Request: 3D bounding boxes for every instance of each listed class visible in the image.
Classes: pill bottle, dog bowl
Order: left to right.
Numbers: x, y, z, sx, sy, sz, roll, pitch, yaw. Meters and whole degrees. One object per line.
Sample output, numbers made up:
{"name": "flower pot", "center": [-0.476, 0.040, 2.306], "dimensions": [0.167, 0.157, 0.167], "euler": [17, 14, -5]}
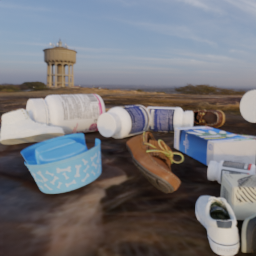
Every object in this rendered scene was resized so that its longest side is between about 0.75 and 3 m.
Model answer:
{"name": "dog bowl", "center": [-1.390, 0.677, 5.859], "dimensions": [1.432, 0.637, 2.569], "euler": [-18, 11, -22]}
{"name": "pill bottle", "center": [-2.477, -0.526, 11.216], "dimensions": [2.803, 1.589, 1.589], "euler": [-6, 11, -33]}
{"name": "pill bottle", "center": [-0.156, -0.232, 10.668], "dimensions": [1.178, 1.178, 2.120], "euler": [7, 11, 35]}
{"name": "pill bottle", "center": [1.705, -0.332, 11.691], "dimensions": [1.903, 1.057, 1.057], "euler": [3, 10, 21]}
{"name": "pill bottle", "center": [2.103, 0.932, 5.708], "dimensions": [0.869, 0.503, 0.503], "euler": [6, 11, 32]}
{"name": "pill bottle", "center": [6.287, -0.926, 12.114], "dimensions": [2.793, 1.595, 1.595], "euler": [-2, 9, -31]}

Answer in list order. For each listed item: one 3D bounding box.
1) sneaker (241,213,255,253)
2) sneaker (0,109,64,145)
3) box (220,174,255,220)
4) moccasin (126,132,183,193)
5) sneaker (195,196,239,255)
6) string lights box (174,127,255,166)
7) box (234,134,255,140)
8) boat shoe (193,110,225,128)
{"name": "sneaker", "center": [1.773, 1.353, 3.584], "dimensions": [0.493, 0.347, 0.928], "euler": [4, 8, 36]}
{"name": "sneaker", "center": [-3.294, -0.138, 9.651], "dimensions": [2.069, 1.196, 0.762], "euler": [-4, -25, -17]}
{"name": "box", "center": [2.390, 1.104, 4.461], "dimensions": [1.652, 0.565, 0.679], "euler": [0, 9, 2]}
{"name": "moccasin", "center": [0.599, 0.615, 5.945], "dimensions": [0.875, 0.830, 2.268], "euler": [-40, 14, 2]}
{"name": "sneaker", "center": [1.284, 1.214, 4.010], "dimensions": [0.506, 0.491, 1.386], "euler": [0, 9, 2]}
{"name": "string lights box", "center": [2.295, 0.480, 7.847], "dimensions": [1.195, 0.686, 2.326], "euler": [-2, 10, -15]}
{"name": "box", "center": [4.202, 0.383, 10.129], "dimensions": [0.896, 0.156, 0.493], "euler": [6, 11, 33]}
{"name": "boat shoe", "center": [3.621, -0.448, 13.265], "dimensions": [0.830, 0.831, 2.361], "euler": [3, 1, -14]}
